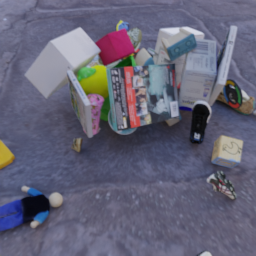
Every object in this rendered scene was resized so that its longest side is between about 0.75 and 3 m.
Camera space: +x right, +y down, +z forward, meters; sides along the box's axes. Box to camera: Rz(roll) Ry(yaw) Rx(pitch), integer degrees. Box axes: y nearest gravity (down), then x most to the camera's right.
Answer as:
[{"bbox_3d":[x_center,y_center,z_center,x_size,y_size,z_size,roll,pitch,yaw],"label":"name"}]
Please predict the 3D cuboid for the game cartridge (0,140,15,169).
[{"bbox_3d":[-4.815,0.967,9.504,1.368,0.252,1.552,-34,56,-30],"label":"game cartridge"}]

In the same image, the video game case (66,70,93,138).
[{"bbox_3d":[-1.473,-0.701,8.612,0.180,1.632,1.487,-22,59,-18],"label":"video game case"}]

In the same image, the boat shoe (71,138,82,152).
[{"bbox_3d":[-1.721,0.574,9.330,0.322,1.029,0.377,15,67,-9],"label":"boat shoe"}]

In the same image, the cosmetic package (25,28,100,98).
[{"bbox_3d":[-2.270,-2.275,9.779,1.146,1.859,1.865,47,38,-10],"label":"cosmetic package"}]

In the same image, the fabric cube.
[{"bbox_3d":[-0.499,-2.911,10.192,0.924,0.941,0.938,-14,16,47],"label":"fabric cube"}]

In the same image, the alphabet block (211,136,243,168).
[{"bbox_3d":[3.204,0.793,9.114,0.749,0.753,0.767,14,70,3],"label":"alphabet block"}]

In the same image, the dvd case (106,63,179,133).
[{"bbox_3d":[0.572,-1.049,9.036,2.629,1.920,0.289,-13,11,-32],"label":"dvd case"}]

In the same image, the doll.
[{"bbox_3d":[-2.888,2.270,7.944,2.034,0.493,1.388,-15,48,-15],"label":"doll"}]

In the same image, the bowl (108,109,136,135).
[{"bbox_3d":[-0.218,-0.297,9.810,1.119,0.585,1.119,2,83,-17],"label":"bowl"}]

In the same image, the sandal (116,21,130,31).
[{"bbox_3d":[-0.311,-5.774,16.247,0.645,0.588,1.480,11,46,6],"label":"sandal"}]

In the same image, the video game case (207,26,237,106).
[{"bbox_3d":[3.244,-2.049,9.832,0.263,2.255,2.050,14,79,9],"label":"video game case"}]

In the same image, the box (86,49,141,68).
[{"bbox_3d":[-0.775,-3.230,13.594,1.849,0.539,2.701,22,48,24],"label":"box"}]

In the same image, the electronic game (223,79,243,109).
[{"bbox_3d":[3.744,-1.216,10.058,0.230,1.103,1.103,-20,47,-9],"label":"electronic game"}]

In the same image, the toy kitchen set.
[{"bbox_3d":[1.720,-1.783,10.050,2.081,2.597,1.530,-29,45,2],"label":"toy kitchen set"}]

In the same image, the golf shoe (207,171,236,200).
[{"bbox_3d":[2.797,1.736,8.281,0.501,1.137,0.439,-30,23,28],"label":"golf shoe"}]

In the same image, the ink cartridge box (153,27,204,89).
[{"bbox_3d":[1.925,-2.810,11.492,1.728,2.358,0.976,-18,45,-35],"label":"ink cartridge box"}]

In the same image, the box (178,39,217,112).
[{"bbox_3d":[2.493,-1.866,10.178,1.032,1.967,1.809,9,53,7],"label":"box"}]

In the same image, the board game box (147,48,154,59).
[{"bbox_3d":[1.554,-3.259,13.386,0.236,0.861,1.365,-50,56,0],"label":"board game box"}]

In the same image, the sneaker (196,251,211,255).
[{"bbox_3d":[1.408,3.898,6.178,1.088,0.819,2.327,39,54,15],"label":"sneaker"}]

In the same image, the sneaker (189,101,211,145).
[{"bbox_3d":[2.395,-0.046,9.379,0.613,1.677,0.938,7,55,16],"label":"sneaker"}]

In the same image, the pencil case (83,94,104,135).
[{"bbox_3d":[-1.180,-0.436,9.384,0.623,1.440,0.596,9,40,-3],"label":"pencil case"}]

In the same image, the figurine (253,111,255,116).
[{"bbox_3d":[6.602,-0.949,10.979,2.735,1.206,2.803,21,48,31],"label":"figurine"}]

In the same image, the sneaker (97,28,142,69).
[{"bbox_3d":[-0.383,-3.657,12.248,0.986,1.137,2.565,39,76,25],"label":"sneaker"}]

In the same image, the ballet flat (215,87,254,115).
[{"bbox_3d":[4.060,-1.445,11.548,2.515,0.821,0.887,31,47,28],"label":"ballet flat"}]

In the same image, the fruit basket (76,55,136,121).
[{"bbox_3d":[-0.861,-1.581,10.059,2.619,2.619,1.889,-1,47,-1],"label":"fruit basket"}]
